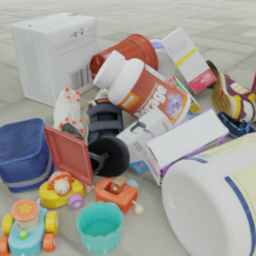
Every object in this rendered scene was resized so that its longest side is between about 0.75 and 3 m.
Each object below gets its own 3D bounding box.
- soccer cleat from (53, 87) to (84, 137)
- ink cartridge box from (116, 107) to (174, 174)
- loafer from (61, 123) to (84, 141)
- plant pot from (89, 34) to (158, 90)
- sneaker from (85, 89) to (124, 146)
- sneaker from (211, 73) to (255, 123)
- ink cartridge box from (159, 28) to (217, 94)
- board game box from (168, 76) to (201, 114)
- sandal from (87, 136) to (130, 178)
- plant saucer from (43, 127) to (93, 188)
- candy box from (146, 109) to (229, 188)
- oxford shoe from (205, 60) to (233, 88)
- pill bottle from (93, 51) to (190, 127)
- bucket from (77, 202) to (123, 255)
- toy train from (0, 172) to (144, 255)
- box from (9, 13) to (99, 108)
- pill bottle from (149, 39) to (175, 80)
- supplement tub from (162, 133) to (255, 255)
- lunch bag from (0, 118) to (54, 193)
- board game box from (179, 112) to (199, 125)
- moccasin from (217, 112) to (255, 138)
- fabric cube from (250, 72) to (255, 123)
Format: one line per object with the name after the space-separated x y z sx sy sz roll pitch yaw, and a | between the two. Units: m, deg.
-1.884 -0.128 8.612 0.905 1.013 2.613 18 43 -26 | soccer cleat
0.478 0.321 6.991 1.402 1.017 0.587 -37 35 2 | ink cartridge box
-1.327 0.396 7.411 0.514 0.450 1.429 -18 66 -31 | loafer
-0.262 -2.417 11.101 2.067 2.125 2.125 -30 42 -34 | plant pot
-0.691 -0.162 8.272 1.156 1.171 2.949 -3 33 -7 | sneaker
3.836 -1.042 9.989 1.253 1.043 2.782 11 37 -1 | sneaker
2.284 -2.649 10.825 0.968 2.321 1.684 -34 12 18 | ink cartridge box
1.918 -1.176 9.726 0.307 1.165 1.522 -41 12 15 | board game box
-0.924 0.788 6.448 2.457 0.934 0.526 -13 11 42 | sandal
-1.254 0.589 6.110 1.221 1.223 0.224 20 43 32 | plant saucer
1.196 0.536 6.110 1.498 1.786 0.639 -27 66 -7 | candy box
3.468 -2.344 11.982 0.858 0.996 2.361 -24 41 -38 | oxford shoe
0.364 -0.988 7.813 2.509 1.407 1.407 31 28 -15 | pill bottle
-0.531 1.926 5.391 0.895 0.582 0.895 0 31 0 | bucket
-1.128 1.614 5.663 2.199 0.814 2.928 20 36 29 | toy train
-2.617 -2.702 10.792 1.821 2.786 2.772 19 37 26 | box
1.331 -2.977 12.590 1.411 1.411 2.519 -2 32 -3 | pill bottle
2.203 1.191 5.282 2.662 1.930 1.930 -16 35 -25 | supplement tub
-2.505 0.654 6.909 1.197 1.166 1.762 -12 38 -3 | lunch bag
1.928 0.266 8.379 1.419 0.268 2.757 8 32 14 | board game box
3.348 -0.008 8.396 1.523 0.519 0.613 23 34 10 | moccasin
5.637 -1.152 8.236 2.942 2.896 2.952 5 31 5 | fabric cube
